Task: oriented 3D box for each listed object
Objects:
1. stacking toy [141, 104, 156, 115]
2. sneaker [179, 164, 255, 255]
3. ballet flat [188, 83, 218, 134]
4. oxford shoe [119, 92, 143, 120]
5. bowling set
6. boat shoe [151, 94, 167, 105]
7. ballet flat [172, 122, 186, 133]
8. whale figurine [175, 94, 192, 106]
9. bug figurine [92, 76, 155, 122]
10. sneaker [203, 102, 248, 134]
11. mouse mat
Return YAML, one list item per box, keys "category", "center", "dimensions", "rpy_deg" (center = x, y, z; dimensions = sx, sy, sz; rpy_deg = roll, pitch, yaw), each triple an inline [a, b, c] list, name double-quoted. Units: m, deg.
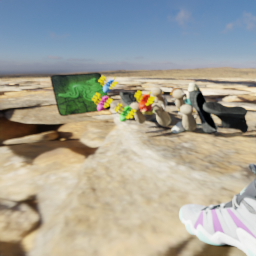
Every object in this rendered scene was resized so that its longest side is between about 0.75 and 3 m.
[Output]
- category: "stacking toy"
  center: [1.135, -1.091, 14.014]
  dimensions: [1.272, 0.593, 1.405]
  rpy_deg: [-5, 14, -19]
- category: "sneaker"
  center: [1.447, 1.003, 3.668]
  dimensions: [1.681, 1.176, 0.653]
  rpy_deg: [12, 17, 41]
- category: "ballet flat"
  center: [2.486, -0.670, 9.213]
  dimensions: [0.602, 1.810, 0.514]
  rpy_deg: [-27, 5, -27]
- category: "oxford shoe"
  center: [0.145, -0.844, 11.733]
  dimensions: [1.004, 1.167, 2.764]
  rpy_deg: [4, 11, -5]
- category: "bowling set"
  center: [1.346, -0.993, 9.991]
  dimensions: [2.493, 1.735, 1.338]
  rpy_deg: [6, -27, 22]
- category: "boat shoe"
  center: [1.416, -1.392, 13.509]
  dimensions: [0.429, 0.513, 1.435]
  rpy_deg: [12, -6, 34]
- category: "ballet flat"
  center: [1.939, -0.074, 10.170]
  dimensions: [0.390, 0.390, 1.087]
  rpy_deg: [11, 18, 41]
- category: "whale figurine"
  center: [3.411, -1.534, 16.118]
  dimensions: [1.372, 0.712, 1.092]
  rpy_deg: [-20, -5, 30]
- category: "bug figurine"
  center: [-0.228, -0.953, 9.485]
  dimensions: [2.094, 0.539, 1.624]
  rpy_deg: [26, 54, 16]
- category: "sneaker"
  center: [3.106, -0.309, 8.916]
  dimensions: [1.656, 0.864, 0.497]
  rpy_deg: [7, 48, -3]
- category: "mouse mat"
  center: [-2.193, -1.626, 13.133]
  dimensions: [2.576, 2.073, 0.097]
  rpy_deg: [-9, -17, -28]
